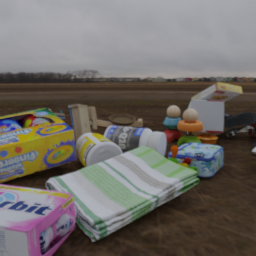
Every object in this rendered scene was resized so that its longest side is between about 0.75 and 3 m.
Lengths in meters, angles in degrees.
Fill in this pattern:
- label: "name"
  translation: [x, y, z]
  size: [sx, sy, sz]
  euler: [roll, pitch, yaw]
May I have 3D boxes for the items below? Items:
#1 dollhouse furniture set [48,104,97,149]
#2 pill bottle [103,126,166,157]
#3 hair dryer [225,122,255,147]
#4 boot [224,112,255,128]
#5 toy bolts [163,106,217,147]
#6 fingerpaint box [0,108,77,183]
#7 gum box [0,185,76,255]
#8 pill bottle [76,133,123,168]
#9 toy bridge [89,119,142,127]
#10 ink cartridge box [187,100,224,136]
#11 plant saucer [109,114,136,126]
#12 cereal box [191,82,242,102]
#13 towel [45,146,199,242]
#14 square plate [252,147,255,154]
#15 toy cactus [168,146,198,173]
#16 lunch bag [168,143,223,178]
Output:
- label: "dollhouse furniture set"
  translation: [-2.626, 0.063, 10.921]
  size: [2.372, 1.548, 2.240]
  euler: [-8, -1, 12]
- label: "pill bottle"
  translation: [0.217, 0.514, 9.077]
  size: [1.874, 1.066, 1.066]
  euler: [5, 12, 25]
- label: "hair dryer"
  translation: [5.764, 0.270, 11.735]
  size: [2.767, 0.752, 2.108]
  euler: [-18, 20, -18]
- label: "boot"
  translation: [4.866, -0.396, 12.824]
  size: [1.475, 0.587, 1.790]
  euler: [-10, 2, 6]
- label: "toy bolts"
  translation: [2.431, -0.127, 11.320]
  size: [2.048, 1.487, 2.144]
  euler: [-7, 13, -34]
- label: "fingerpaint box"
  translation: [-3.217, 0.412, 7.866]
  size: [2.798, 1.026, 2.334]
  euler: [-15, 27, -29]
- label: "gum box"
  translation: [-2.074, 1.528, 4.556]
  size: [2.256, 0.746, 1.280]
  euler: [3, 11, 15]
- label: "pill bottle"
  translation: [-0.905, 0.725, 8.090]
  size: [1.032, 1.032, 1.806]
  euler: [-4, 12, -22]
- label: "toy bridge"
  translation: [-0.711, -0.250, 14.915]
  size: [2.925, 0.398, 0.983]
  euler: [2, 12, 5]
- label: "ink cartridge box"
  translation: [3.276, -0.385, 12.067]
  size: [1.333, 1.327, 1.834]
  euler: [2, -5, 9]
- label: "plant saucer"
  translation: [-0.293, -0.410, 14.448]
  size: [1.363, 0.201, 1.363]
  euler: [3, 23, -1]
- label: "cereal box"
  translation: [3.737, -1.372, 11.963]
  size: [1.276, 0.350, 1.773]
  euler: [5, -17, -24]
- label: "towel"
  translation: [-0.103, 1.093, 5.943]
  size: [2.717, 0.417, 2.027]
  euler: [-19, 30, -34]
- label: "square plate"
  translation: [5.159, 0.830, 9.750]
  size: [1.345, 0.191, 1.332]
  euler: [8, 13, 36]
- label: "toy cactus"
  translation: [0.745, 0.995, 7.376]
  size: [2.010, 1.028, 1.658]
  euler: [-9, 1, 1]
- label: "lunch bag"
  translation: [1.967, 0.895, 8.166]
  size: [1.351, 0.693, 1.681]
  euler: [3, 10, 33]
